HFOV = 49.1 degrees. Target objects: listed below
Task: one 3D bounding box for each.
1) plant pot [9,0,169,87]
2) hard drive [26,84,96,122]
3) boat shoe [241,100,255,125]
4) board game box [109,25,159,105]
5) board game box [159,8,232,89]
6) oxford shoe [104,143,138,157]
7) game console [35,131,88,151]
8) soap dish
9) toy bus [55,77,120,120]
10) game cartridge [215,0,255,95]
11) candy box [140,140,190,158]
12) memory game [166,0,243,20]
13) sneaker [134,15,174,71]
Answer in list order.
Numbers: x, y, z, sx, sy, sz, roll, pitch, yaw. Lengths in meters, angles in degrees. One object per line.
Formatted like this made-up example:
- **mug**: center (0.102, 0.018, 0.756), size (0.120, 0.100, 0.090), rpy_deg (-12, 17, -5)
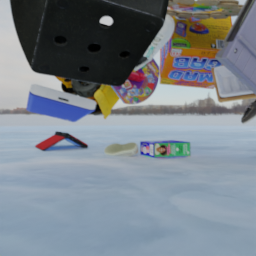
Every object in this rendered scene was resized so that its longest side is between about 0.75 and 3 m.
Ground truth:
- **plant pot**: center (-0.588, -1.871, 4.140), size (2.151, 1.908, 2.146), rpy_deg (7, -32, -25)
- **hard drive**: center (-1.566, -0.475, 6.201), size (1.262, 0.243, 1.913), rpy_deg (14, -10, -19)
- **boat shoe**: center (4.059, -0.794, 8.754), size (1.779, 0.507, 0.595), rpy_deg (-38, -6, -13)
- **board game box**: center (0.112, -1.949, 8.184), size (1.934, 2.448, 0.477), rpy_deg (-45, 18, -29)
- **board game box**: center (2.048, -2.550, 8.814), size (1.843, 1.841, 1.841), rpy_deg (5, -25, -2)
- **oxford shoe**: center (-0.234, 0.790, 9.648), size (1.358, 0.510, 0.392), rpy_deg (-7, -43, 29)
- **game console**: center (-2.885, 0.785, 12.075), size (1.615, 1.112, 1.874), rpy_deg (34, -13, -25)
- **soap dish**: center (2.982, -1.219, 7.595), size (1.305, 1.027, 0.530), rpy_deg (-8, -21, 6)
- **toy bus**: center (-1.067, -1.990, 9.283), size (2.603, 2.499, 1.766), rpy_deg (38, -12, 18)
- **game cartridge**: center (2.575, -1.802, 4.907), size (1.451, 2.239, 0.430), rpy_deg (29, -1, -25)
- **candy box**: center (1.243, 0.702, 9.528), size (1.360, 0.524, 1.150), rpy_deg (-2, 1, -20)
- **memory game**: center (1.605, -2.892, 6.839), size (2.407, 0.153, 2.407), rpy_deg (4, 14, -1)
- **sneaker**: center (0.584, -1.965, 6.740), size (0.573, 0.674, 1.522), rpy_deg (28, -45, -11)
